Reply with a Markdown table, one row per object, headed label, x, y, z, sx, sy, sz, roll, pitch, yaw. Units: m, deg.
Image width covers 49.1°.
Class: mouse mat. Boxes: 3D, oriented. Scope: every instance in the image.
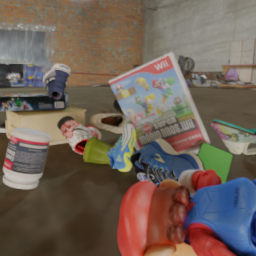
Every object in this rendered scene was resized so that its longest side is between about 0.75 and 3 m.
| label | x | y | z | sx | sy | sz | roll | pitch | yaw |
| --- | --- | --- | --- | --- | --- | --- | --- | --- | --- |
| mouse mat | 2.061 | 0.866 | 6.804 | 0.846 | 0.040 | 1.051 | 23 | 51 | 11 |

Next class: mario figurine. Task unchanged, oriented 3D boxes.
| label | x | y | z | sx | sy | sz | roll | pitch | yaw |
| --- | --- | --- | --- | --- | --- | --- | --- | --- | --- |
| mario figurine | 1.191 | 1.222 | 3.383 | 2.930 | 1.553 | 1.809 | -18 | -9 | 32 |

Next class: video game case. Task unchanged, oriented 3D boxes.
| label | x | y | z | sx | sy | sz | roll | pitch | yaw |
| --- | --- | --- | --- | --- | --- | --- | --- | --- | --- |
| video game case | 0.839 | -0.426 | 7.584 | 1.891 | 2.645 | 0.231 | -20 | 13 | 24 |

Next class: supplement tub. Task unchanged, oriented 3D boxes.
| label | x | y | z | sx | sy | sz | roll | pitch | yaw |
| --- | --- | --- | --- | --- | --- | --- | --- | --- | --- |
| supplement tub | -2.356 | 0.682 | 6.476 | 0.882 | 1.257 | 0.882 | 14 | 4 | -1 |

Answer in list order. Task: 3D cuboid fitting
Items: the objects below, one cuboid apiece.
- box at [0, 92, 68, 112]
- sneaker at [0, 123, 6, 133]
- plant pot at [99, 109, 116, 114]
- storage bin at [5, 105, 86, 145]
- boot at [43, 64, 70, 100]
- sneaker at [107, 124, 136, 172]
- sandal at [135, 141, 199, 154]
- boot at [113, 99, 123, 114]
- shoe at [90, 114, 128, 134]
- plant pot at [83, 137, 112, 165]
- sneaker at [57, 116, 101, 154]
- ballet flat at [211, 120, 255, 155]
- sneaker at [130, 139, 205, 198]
| label | x | y | z | sx | sy | sz | roll | pitch | yaw |
| --- | --- | --- | --- | --- | --- | --- | --- | --- | --- |
| box | -3.982 | -1.081 | 11.306 | 2.973 | 0.560 | 2.031 | -3 | 11 | -10 |
| sneaker | -4.785 | -0.619 | 12.823 | 1.022 | 1.434 | 2.891 | 8 | 15 | 28 |
| plant pot | -1.075 | -0.605 | 13.854 | 0.810 | 0.810 | 0.702 | 6 | -6 | 26 |
| storage bin | -3.338 | -0.169 | 11.247 | 2.585 | 1.212 | 2.567 | -8 | 13 | -33 |
| boot | -2.759 | -1.493 | 10.340 | 0.822 | 1.020 | 2.259 | 15 | -16 | -20 |
| sneaker | -0.183 | 0.519 | 7.419 | 0.682 | 1.298 | 0.491 | 5 | -4 | -32 |
| sandal | 1.209 | 0.430 | 8.749 | 2.276 | 0.872 | 0.652 | 8 | 32 | -15 |
| boot | 0.281 | -1.468 | 17.930 | 2.809 | 1.028 | 2.115 | 1 | 12 | -13 |
| shoe | -0.526 | -0.184 | 11.302 | 2.173 | 0.760 | 0.580 | 3 | -11 | -44 |
| plant pot | -0.792 | 0.728 | 8.205 | 0.753 | 0.782 | 0.782 | 15 | 15 | 15 |
| sneaker | -1.400 | 0.445 | 9.556 | 1.212 | 0.755 | 2.260 | 51 | 8 | 28 |
| ballet flat | 3.733 | 0.382 | 8.904 | 2.705 | 0.962 | 0.935 | 7 | 12 | -24 |
| sneaker | 0.835 | 1.049 | 6.395 | 1.162 | 1.023 | 2.606 | -22 | 18 | -19 |
